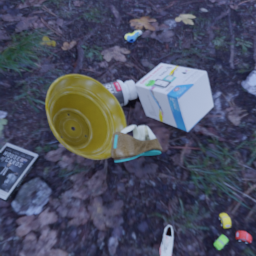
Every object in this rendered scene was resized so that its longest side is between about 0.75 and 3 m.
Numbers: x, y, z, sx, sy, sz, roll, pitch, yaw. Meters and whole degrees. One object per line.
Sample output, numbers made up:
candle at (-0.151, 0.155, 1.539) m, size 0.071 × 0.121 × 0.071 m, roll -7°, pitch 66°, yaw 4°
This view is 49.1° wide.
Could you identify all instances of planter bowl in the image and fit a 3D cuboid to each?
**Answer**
planter bowl at (-1.558, -0.174, 9.216) m, size 2.952 × 1.230 × 2.952 m, roll 21°, pitch 54°, yaw -32°

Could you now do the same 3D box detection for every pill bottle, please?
pill bottle at (-0.653, -1.324, 11.480) m, size 1.936 × 1.072 × 1.072 m, roll -18°, pitch 53°, yaw -14°

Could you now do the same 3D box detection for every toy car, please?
toy car at (2.976, 3.193, 8.332) m, size 1.069 × 0.253 × 1.136 m, roll -34°, pitch 58°, yaw -25°

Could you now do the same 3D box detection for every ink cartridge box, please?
ink cartridge box at (1.707, -1.208, 10.526) m, size 1.616 × 1.608 × 2.203 m, roll -42°, pitch 40°, yaw -21°

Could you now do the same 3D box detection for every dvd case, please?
dvd case at (-4.206, 1.485, 9.739) m, size 1.418 × 0.233 × 1.886 m, roll 18°, pitch 54°, yaw 14°

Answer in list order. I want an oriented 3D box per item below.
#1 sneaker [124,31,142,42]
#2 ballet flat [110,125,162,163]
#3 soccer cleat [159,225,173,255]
sneaker at (0.332, -4.777, 14.801) m, size 0.985 × 0.373 × 0.517 m, roll -22°, pitch 66°, yaw -9°
ballet flat at (0.311, 0.440, 8.851) m, size 0.982 × 2.896 × 1.048 m, roll -11°, pitch 84°, yaw 29°
soccer cleat at (1.126, 3.333, 8.099) m, size 0.355 × 0.441 × 1.034 m, roll 10°, pitch 51°, yaw 9°
